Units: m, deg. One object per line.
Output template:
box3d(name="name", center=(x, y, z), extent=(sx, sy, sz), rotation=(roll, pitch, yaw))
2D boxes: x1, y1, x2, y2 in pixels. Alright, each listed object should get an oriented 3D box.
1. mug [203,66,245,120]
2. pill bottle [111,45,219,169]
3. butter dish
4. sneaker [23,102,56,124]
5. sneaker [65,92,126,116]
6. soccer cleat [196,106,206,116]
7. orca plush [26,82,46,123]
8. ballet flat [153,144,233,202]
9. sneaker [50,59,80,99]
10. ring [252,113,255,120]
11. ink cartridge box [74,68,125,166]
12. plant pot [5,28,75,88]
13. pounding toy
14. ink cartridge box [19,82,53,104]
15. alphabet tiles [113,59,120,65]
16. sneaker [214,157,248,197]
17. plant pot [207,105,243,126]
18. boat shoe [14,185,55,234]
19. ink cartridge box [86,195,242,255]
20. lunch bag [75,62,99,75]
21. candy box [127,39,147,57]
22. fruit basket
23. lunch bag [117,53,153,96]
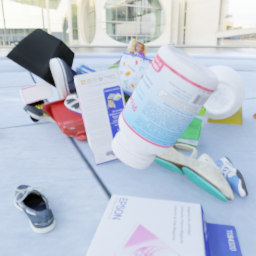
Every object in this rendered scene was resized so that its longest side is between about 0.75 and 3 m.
box3d(name="mug", center=(2.888, -1.078, 10.035), extent=(2.559, 1.889, 2.244), rotation=(-28, 4, 21))
box3d(name="pill bottle", center=(0.625, -0.331, 5.717), extent=(1.296, 2.383, 1.296), rotation=(26, 26, -14))
box3d(name="butter dish", center=(-1.662, -0.218, 9.491), extent=(1.902, 1.410, 1.907), rotation=(-17, -19, -2))
box3d(name="sneaker", center=(-3.137, -0.680, 10.390), extent=(0.610, 0.693, 1.638), rotation=(33, 8, 30))
box3d(name="sneaker", center=(-0.831, -0.339, 8.656), extent=(2.366, 0.987, 0.954), rotation=(20, 46, -6))
box3d(name="soccer cleat", center=(1.332, -0.393, 8.538), extent=(0.899, 0.748, 2.217), rotation=(30, -25, -29))
box3d(name="orca plush", center=(-3.626, -1.213, 11.389), extent=(1.012, 1.924, 0.684), rotation=(19, -22, 7))
box3d(name="ballet flat", center=(1.555, 0.861, 6.774), extent=(0.803, 0.869, 2.575), rotation=(-50, 36, -11))
box3d(name="sneaker", center=(-1.917, -1.472, 9.784), extent=(1.183, 1.168, 2.978), rotation=(-21, -19, -13))
box3d(name="ring", center=(6.309, -0.464, 11.932), extent=(1.857, 0.178, 1.857), rotation=(1, 19, 0))
box3d(name="ink cartridge box", center=(-0.637, -0.311, 7.787), extent=(1.186, 2.504, 0.464), rotation=(-14, 10, -16))
box3d(name="plant pot", center=(-2.997, -2.552, 10.249), extent=(1.736, 1.544, 1.740), rotation=(31, 0, 15))
box3d(name="pounding toy", center=(-0.119, -1.049, 10.736), extent=(2.109, 2.733, 1.268), rotation=(23, 69, 21))
box3d(name="ink cartridge box", center=(-3.436, -1.315, 10.408), extent=(1.009, 0.588, 1.395), rotation=(-21, 14, -20))
box3d(name="alphabet tiles", center=(-0.095, -2.205, 10.701), extent=(0.782, 0.936, 0.035), rotation=(-21, 27, 50))
box3d(name="sneaker", center=(2.394, 1.224, 6.715), extent=(0.552, 0.542, 1.432), rotation=(-20, 18, 3))
box3d(name="plant pot", center=(4.062, -0.928, 11.673), extent=(1.381, 1.218, 1.381), rotation=(5, 20, 16))
box3d(name="boat shoe", center=(-1.966, 1.501, 5.727), extent=(0.615, 0.508, 1.643), rotation=(-11, 22, -29))
box3d(name="ink cartridge box", center=(0.631, 1.970, 4.402), extent=(2.431, 0.526, 2.386), rotation=(2, 19, 10))
box3d(name="lunch bag", center=(-1.430, -1.969, 10.369), extent=(1.019, 0.420, 0.819), rotation=(26, -16, 5))
box3d(name="candy box", center=(0.277, -2.622, 10.302), extent=(0.681, 1.167, 0.330), rotation=(23, -28, -20))
box3d(name="fruit basket", center=(1.448, 0.080, 9.264), extent=(1.881, 0.882, 1.742), rotation=(4, 24, 20))
box3d(name="lunch bag", center=(0.308, -1.629, 9.082), extent=(1.523, 1.295, 0.943), rotation=(20, 1, 10))
